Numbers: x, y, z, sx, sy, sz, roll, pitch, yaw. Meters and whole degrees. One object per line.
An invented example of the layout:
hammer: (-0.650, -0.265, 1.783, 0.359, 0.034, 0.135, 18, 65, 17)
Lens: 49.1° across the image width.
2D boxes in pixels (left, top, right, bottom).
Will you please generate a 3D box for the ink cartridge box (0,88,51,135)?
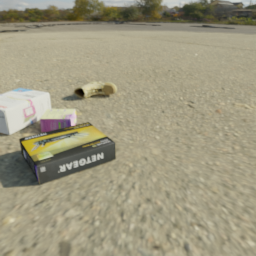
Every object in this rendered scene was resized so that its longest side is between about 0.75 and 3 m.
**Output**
ink cartridge box: (-4.658, -0.752, 11.461, 1.766, 1.034, 2.444, 11, 25, 24)

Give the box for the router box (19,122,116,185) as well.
router box: (-1.911, 0.666, 8.805, 2.462, 0.643, 1.936, -16, 29, -30)

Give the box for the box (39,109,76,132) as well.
box: (-2.727, -0.297, 11.032, 1.184, 0.572, 1.041, -1, 24, 0)

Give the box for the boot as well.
boot: (-1.694, -1.925, 14.456, 1.896, 0.690, 1.474, 14, 28, 30)
